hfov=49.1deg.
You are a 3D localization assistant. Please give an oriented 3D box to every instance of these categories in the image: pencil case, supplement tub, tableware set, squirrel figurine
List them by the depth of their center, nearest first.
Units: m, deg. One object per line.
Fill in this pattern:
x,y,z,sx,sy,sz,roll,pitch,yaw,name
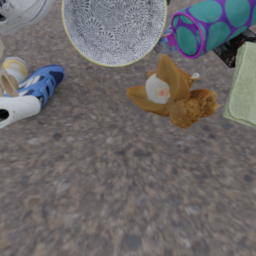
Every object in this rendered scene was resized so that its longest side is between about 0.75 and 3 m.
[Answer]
1.015,-0.679,5.605,1.534,1.086,1.432,46,29,11,squirrel figurine
-3.390,-1.524,6.945,2.149,1.795,0.249,-2,27,45,tableware set
2.415,-2.837,6.999,2.840,1.208,1.312,-32,28,-17,pencil case
-4.373,-1.971,10.609,0.935,0.935,1.286,-4,44,-4,supplement tub

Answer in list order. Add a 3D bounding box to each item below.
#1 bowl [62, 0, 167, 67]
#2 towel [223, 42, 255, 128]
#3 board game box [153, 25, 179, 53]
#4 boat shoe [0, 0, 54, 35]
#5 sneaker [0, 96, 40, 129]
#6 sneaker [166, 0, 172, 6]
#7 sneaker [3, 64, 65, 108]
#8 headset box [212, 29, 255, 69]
-0.455,-3.490,8.419,2.973,2.973,1.395,-7,31,-7,bowl
3.059,-0.937,6.356,1.448,0.356,1.952,15,81,7,towel
1.649,-2.772,8.391,1.451,0.448,1.450,-42,36,-7,board game box
-3.288,-3.444,8.042,2.919,1.074,0.954,-19,-1,34,boat shoe
-2.800,-0.306,5.884,1.663,0.613,0.961,-10,12,27,sneaker
1.424,-5.375,10.989,0.575,1.083,0.405,-9,27,-26,sneaker
-3.188,-1.254,9.904,1.126,1.012,2.737,33,58,24,sneaker
2.879,-2.477,7.924,0.504,0.972,1.306,-12,53,-24,headset box
